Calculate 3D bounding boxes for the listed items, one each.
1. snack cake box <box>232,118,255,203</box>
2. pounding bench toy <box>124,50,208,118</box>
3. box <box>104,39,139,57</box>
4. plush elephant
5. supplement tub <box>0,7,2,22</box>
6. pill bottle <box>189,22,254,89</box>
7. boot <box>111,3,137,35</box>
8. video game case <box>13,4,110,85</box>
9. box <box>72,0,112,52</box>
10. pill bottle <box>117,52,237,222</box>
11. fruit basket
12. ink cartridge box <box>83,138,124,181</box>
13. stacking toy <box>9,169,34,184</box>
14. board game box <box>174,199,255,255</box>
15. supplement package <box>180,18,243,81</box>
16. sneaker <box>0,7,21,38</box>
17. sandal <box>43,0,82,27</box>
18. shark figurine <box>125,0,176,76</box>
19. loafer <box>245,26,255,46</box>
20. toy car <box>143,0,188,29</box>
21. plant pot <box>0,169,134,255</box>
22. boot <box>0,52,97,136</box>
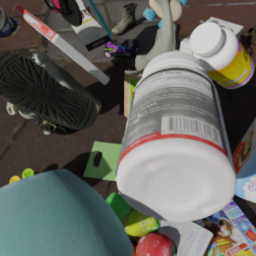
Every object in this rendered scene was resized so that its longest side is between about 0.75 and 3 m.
[{"bbox_3d":[3.350,0.522,6.832,0.862,2.566,1.475,20,50,10],"label":"snack cake box"},{"bbox_3d":[1.702,-1.002,8.821,2.907,1.806,2.268,30,53,25],"label":"pounding bench toy"},{"bbox_3d":[-0.272,-3.493,12.209,1.520,0.274,1.086,1,47,-1],"label":"box"},{"bbox_3d":[-2.513,-0.812,8.688,2.632,2.038,2.168,45,11,-2],"label":"plush elephant"},{"bbox_3d":[-3.573,-2.132,6.094,1.327,1.327,1.838,-4,58,-4],"label":"supplement tub"},{"bbox_3d":[2.225,-1.698,6.680,1.957,1.020,1.020,19,25,-49],"label":"pill bottle"},{"bbox_3d":[-0.204,-5.179,13.202,0.582,1.124,1.720,29,53,24],"label":"boot"},{"bbox_3d":[-1.721,-2.141,7.138,0.227,1.857,2.597,-51,50,4],"label":"video game case"},{"bbox_3d":[-1.532,-3.853,9.481,0.988,2.401,0.590,-20,42,17],"label":"box"},{"bbox_3d":[0.810,-0.060,4.946,1.668,1.668,2.929,5,40,5],"label":"pill bottle"},{"bbox_3d":[0.237,2.544,5.933,2.358,1.106,2.184,26,52,24],"label":"fruit basket"},{"bbox_3d":[-0.228,0.883,8.014,1.860,0.446,1.354,9,48,6],"label":"ink cartridge box"},{"bbox_3d":[-2.669,1.508,7.433,0.686,0.320,0.758,-39,64,-6],"label":"stacking toy"},{"bbox_3d":[1.883,2.665,6.351,2.204,0.380,1.492,-18,49,-16],"label":"board game box"},{"bbox_3d":[3.219,-3.082,11.039,1.449,1.396,2.548,28,52,24],"label":"supplement package"},{"bbox_3d":[-3.201,-2.849,7.425,0.446,1.106,0.810,49,50,0],"label":"sneaker"},{"bbox_3d":[-2.110,-3.662,7.424,0.537,2.381,0.894,-47,21,-28],"label":"sandal"},{"bbox_3d":[0.475,-1.766,6.561,1.285,3.080,1.840,-20,70,-13],"label":"shark figurine"},{"bbox_3d":[5.902,-4.493,12.833,0.707,0.723,1.982,24,52,20],"label":"loafer"},{"bbox_3d":[1.059,-3.491,8.381,1.021,1.064,1.155,33,6,-6],"label":"toy car"},{"bbox_3d":[-1.115,1.373,3.868,2.059,2.059,1.387,-17,79,-15],"label":"plant pot"},{"bbox_3d":[-1.704,-0.501,5.425,2.115,1.581,0.796,33,75,-19],"label":"boot"}]
